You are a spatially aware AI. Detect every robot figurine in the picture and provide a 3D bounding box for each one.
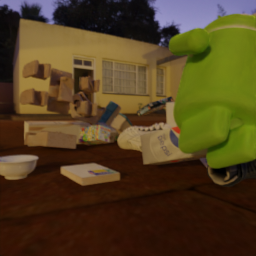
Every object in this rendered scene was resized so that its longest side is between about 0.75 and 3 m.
[{"bbox_3d":[1.634,-0.711,4.550,2.301,2.622,1.517,27,-27,-13],"label":"robot figurine"}]

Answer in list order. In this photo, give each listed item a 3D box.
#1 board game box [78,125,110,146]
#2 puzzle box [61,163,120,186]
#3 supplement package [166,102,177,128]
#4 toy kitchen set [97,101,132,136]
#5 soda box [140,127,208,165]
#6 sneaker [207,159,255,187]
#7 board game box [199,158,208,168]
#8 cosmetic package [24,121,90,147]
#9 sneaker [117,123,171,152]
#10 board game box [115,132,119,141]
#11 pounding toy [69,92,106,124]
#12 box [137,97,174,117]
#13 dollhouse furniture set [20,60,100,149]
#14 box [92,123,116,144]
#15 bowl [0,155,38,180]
[{"bbox_3d":[-1.425,0.322,11.772,1.218,0.627,0.639,-10,-20,37],"label":"board game box"},{"bbox_3d":[-0.889,1.021,6.302,0.883,0.169,1.328,-2,4,-31],"label":"puzzle box"},{"bbox_3d":[2.806,-0.310,11.715,1.605,1.599,2.736,0,6,29],"label":"supplement package"},{"bbox_3d":[-0.594,-0.578,13.205,2.198,1.295,1.761,31,-10,30],"label":"toy kitchen set"},{"bbox_3d":[1.405,0.312,6.110,2.265,0.718,0.773,-15,-15,35],"label":"soda box"},{"bbox_3d":[2.356,0.724,5.321,1.698,0.645,1.227,-17,-16,32],"label":"sneaker"},{"bbox_3d":[2.047,0.230,7.258,0.268,1.052,1.565,46,8,-44],"label":"board game box"},{"bbox_3d":[-3.240,0.212,12.780,2.722,0.968,1.432,-1,8,-28],"label":"cosmetic package"},{"bbox_3d":[0.491,0.480,10.259,2.384,0.896,0.966,-13,36,38],"label":"sneaker"},{"bbox_3d":[-0.480,0.313,14.458,0.137,0.635,0.944,3,1,13],"label":"board game box"},{"bbox_3d":[-2.047,-1.064,13.328,2.083,1.191,1.195,16,19,8],"label":"pounding toy"},{"bbox_3d":[1.106,-0.873,11.453,1.314,0.248,0.898,-20,-7,-33],"label":"box"},{"bbox_3d":[-2.779,-0.711,10.568,2.639,2.873,1.869,10,-8,-41],"label":"dollhouse furniture set"},{"bbox_3d":[-1.169,0.229,13.245,0.682,0.581,1.067,-5,28,-43],"label":"box"},{"bbox_3d":[-2.510,0.892,6.262,0.964,0.433,0.964,0,4,0],"label":"bowl"}]
